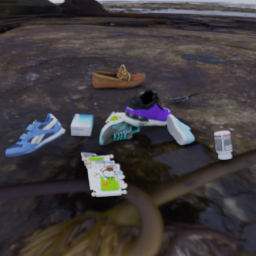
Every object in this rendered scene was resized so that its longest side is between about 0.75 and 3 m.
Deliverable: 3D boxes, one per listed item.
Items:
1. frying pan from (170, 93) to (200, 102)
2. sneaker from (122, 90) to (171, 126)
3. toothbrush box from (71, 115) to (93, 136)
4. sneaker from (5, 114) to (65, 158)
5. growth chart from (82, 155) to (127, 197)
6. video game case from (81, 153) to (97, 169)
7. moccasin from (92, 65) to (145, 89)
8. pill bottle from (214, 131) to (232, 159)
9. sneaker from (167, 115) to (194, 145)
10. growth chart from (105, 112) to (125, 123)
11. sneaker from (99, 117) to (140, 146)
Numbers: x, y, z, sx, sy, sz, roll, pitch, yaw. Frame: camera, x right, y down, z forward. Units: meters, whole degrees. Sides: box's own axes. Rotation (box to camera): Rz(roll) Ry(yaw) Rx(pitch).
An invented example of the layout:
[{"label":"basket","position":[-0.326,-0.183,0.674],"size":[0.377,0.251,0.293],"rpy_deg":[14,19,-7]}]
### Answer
[{"label":"frying pan","position":[2.775,-1.496,13.568],"size":[1.542,0.251,0.933],"rpy_deg":[-8,12,21]},{"label":"sneaker","position":[0.998,-0.842,11.260],"size":[0.933,1.334,2.683],"rpy_deg":[31,24,36]},{"label":"toothbrush box","position":[-1.878,-0.124,11.504],"size":[0.766,0.446,1.046],"rpy_deg":[2,29,-2]},{"label":"sneaker","position":[-3.249,0.279,9.555],"size":[2.119,0.872,0.784],"rpy_deg":[-34,20,-32]},{"label":"growth chart","position":[-0.716,1.452,8.623],"size":[1.160,0.142,1.603],"rpy_deg":[-9,45,-14]},{"label":"video game case","position":[-1.224,1.114,9.380],"size":[0.541,0.068,0.755],"rpy_deg":[9,30,-32]},{"label":"moccasin","position":[-0.507,-2.871,15.761],"size":[2.990,1.154,1.094],"rpy_deg":[0,29,1]},{"label":"pill bottle","position":[3.236,0.589,9.516],"size":[0.518,0.893,0.518],"rpy_deg":[-8,6,1]},{"label":"sneaker","position":[2.016,0.066,10.809],"size":[0.652,0.588,1.591],"rpy_deg":[-3,43,-20]},{"label":"growth chart","position":[-0.321,-0.440,12.143],"size":[1.204,0.107,0.871],"rpy_deg":[-1,37,22]},{"label":"sneaker","position":[-0.276,0.146,10.795],"size":[0.901,0.767,1.976],"rpy_deg":[27,42,28]}]
